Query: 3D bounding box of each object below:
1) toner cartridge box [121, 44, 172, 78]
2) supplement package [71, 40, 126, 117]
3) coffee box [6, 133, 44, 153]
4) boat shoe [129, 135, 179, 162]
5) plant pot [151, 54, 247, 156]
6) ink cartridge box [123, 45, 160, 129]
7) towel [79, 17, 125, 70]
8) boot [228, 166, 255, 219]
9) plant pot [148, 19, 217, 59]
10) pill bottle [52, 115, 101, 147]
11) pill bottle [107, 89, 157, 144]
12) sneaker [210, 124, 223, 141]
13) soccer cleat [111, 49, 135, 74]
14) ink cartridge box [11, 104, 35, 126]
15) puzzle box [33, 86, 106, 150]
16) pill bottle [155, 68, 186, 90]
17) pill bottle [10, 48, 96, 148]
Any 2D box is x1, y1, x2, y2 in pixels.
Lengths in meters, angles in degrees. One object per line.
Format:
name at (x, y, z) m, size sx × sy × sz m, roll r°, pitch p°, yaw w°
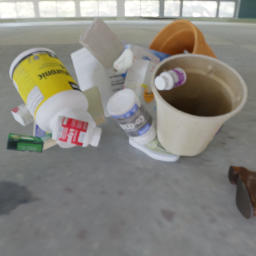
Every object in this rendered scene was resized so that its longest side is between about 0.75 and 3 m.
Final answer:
toner cartridge box at (0.781, -2.405, 10.832) m, size 2.391 × 1.136 × 0.516 m, roll -1°, pitch -2°, yaw -44°
supplement package at (-0.811, -1.808, 10.769) m, size 1.598 × 2.636 × 1.579 m, roll -8°, pitch 9°, yaw 43°
coffee box at (-2.851, 0.414, 7.724) m, size 0.918 × 0.328 × 1.493 m, roll 8°, pitch 1°, yaw -23°
boat shoe at (0.774, 0.500, 8.965) m, size 1.918 × 0.595 × 0.691 m, roll 21°, pitch 33°, yaw 35°
plant pot at (1.709, -0.438, 7.854) m, size 2.407 × 2.203 × 2.407 m, roll 2°, pitch 51°, yaw -2°
ink cartridge box at (0.689, -1.376, 9.843) m, size 0.913 × 2.691 × 1.549 m, roll 14°, pitch 0°, yaw 44°
towel at (-0.821, -2.706, 9.087) m, size 1.012 × 1.527 × 0.263 m, roll -53°, pitch 45°, yaw -5°
boot at (3.688, 1.583, 6.864) m, size 2.060 × 0.662 × 1.920 m, roll 7°, pitch 29°, yaw 4°
plant pot at (2.317, -2.648, 11.677) m, size 2.052 × 2.932 × 2.932 m, roll 20°, pitch 13°, yaw -35°
pill bottle at (-1.232, 0.108, 6.788) m, size 1.079 × 0.606 × 0.606 m, roll 14°, pitch 25°, yaw -10°
pill bottle at (0.172, -0.278, 8.317) m, size 0.939 × 1.650 × 0.939 m, roll -20°, pitch 44°, yaw 21°
sneaker at (2.347, -0.557, 9.729) m, size 2.071 × 0.907 × 0.784 m, roll 43°, pitch 10°, yaw 10°
soccer cleat at (-0.172, -2.026, 8.761) m, size 0.518 × 0.463 × 1.335 m, roll -18°, pitch -8°, yaw -19°
ink cartridge box at (-3.260, -0.552, 9.377) m, size 0.718 × 0.406 × 0.979 m, roll 24°, pitch 47°, yaw 39°
puzzle box at (-2.007, -0.337, 9.299) m, size 2.497 × 0.317 × 1.661 m, roll -24°, pitch 45°, yaw 8°
pill bottle at (1.034, -1.187, 6.916) m, size 0.780 × 0.438 × 0.438 m, roll -24°, pitch 35°, yaw -37°
pill bottle at (-2.161, -0.855, 8.204) m, size 1.584 × 1.584 × 2.846 m, roll -21°, pitch 64°, yaw -35°
